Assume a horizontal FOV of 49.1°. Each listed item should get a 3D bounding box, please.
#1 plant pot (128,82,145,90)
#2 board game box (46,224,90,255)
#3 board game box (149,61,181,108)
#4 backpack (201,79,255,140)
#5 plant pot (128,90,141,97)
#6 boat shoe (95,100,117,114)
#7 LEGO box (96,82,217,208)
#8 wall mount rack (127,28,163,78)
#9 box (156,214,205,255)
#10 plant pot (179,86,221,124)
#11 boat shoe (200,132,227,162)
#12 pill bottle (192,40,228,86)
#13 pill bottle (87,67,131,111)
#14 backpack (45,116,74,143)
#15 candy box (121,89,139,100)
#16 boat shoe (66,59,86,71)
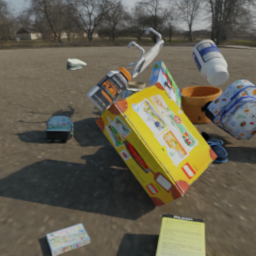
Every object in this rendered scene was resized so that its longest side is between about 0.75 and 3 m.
[{"bbox_3d":[0.541,-2.459,17.600,1.052,0.706,1.052,1,21,0],"label":"plant pot"},{"bbox_3d":[-1.282,2.367,5.967,0.790,0.135,0.531,-11,24,-25],"label":"board game box"},{"bbox_3d":[1.447,-1.123,11.107,0.469,1.941,2.566,-14,41,30],"label":"board game box"},{"bbox_3d":[4.086,-0.681,10.187,2.068,1.969,1.593,29,12,-30],"label":"backpack"},{"bbox_3d":[0.522,-0.755,11.713,1.499,1.499,0.692,7,39,18],"label":"plant pot"},{"bbox_3d":[-0.865,-0.981,12.219,0.783,0.800,2.245,27,-6,7],"label":"boat shoe"},{"bbox_3d":[0.802,0.332,7.445,2.008,2.697,1.041,-30,-8,-44],"label":"LEGO box"},{"bbox_3d":[0.413,-3.106,12.827,1.070,2.494,2.871,36,50,6],"label":"wall mount rack"},{"bbox_3d":[0.888,2.534,4.891,0.914,0.609,2.430,5,21,11],"label":"box"},{"bbox_3d":[3.281,-1.055,12.962,1.927,1.349,1.927,-5,22,2],"label":"plant pot"},{"bbox_3d":[2.857,0.629,9.812,0.720,0.587,1.711,-7,22,-17],"label":"boat shoe"},{"bbox_3d":[3.685,-2.864,12.501,1.147,1.147,2.068,-4,51,-10],"label":"pill bottle"},{"bbox_3d":[-0.662,-1.501,10.505,1.699,0.902,0.902,-46,34,-7],"label":"pill bottle"},{"bbox_3d":[-2.691,0.014,11.108,1.053,0.893,1.186,0,16,-3],"label":"backpack"},{"bbox_3d":[0.986,-1.513,14.429,2.276,0.694,1.552,17,14,36],"label":"candy box"},{"bbox_3d":[-1.969,-2.351,10.544,0.413,0.350,1.134,28,19,12],"label":"boat shoe"}]
